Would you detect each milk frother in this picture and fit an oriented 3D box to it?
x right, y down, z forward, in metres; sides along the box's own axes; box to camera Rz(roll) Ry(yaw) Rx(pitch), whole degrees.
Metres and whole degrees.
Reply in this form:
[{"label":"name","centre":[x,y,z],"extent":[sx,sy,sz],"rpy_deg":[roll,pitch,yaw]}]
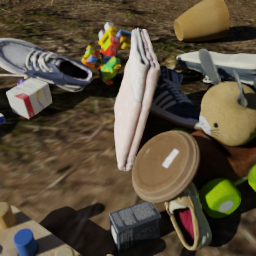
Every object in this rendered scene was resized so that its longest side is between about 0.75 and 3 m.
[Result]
[{"label":"milk frother","centre":[2.782,-0.997,8.166],"extent":[0.695,0.770,0.724],"rpy_deg":[6,52,-12]}]

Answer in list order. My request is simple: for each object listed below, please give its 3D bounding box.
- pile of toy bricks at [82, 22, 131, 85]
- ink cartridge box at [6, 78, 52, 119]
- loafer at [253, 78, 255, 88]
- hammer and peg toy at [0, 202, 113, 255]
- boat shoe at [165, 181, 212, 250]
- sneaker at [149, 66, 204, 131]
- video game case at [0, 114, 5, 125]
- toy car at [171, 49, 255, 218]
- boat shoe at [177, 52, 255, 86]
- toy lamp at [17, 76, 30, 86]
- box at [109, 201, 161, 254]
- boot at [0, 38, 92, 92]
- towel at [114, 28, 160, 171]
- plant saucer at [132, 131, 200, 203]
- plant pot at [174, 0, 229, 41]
[{"label":"pile of toy bricks","centre":[-0.658,-1.959,8.764],"extent":[1.344,2.422,1.196],"rpy_deg":[3,65,-36]},{"label":"ink cartridge box","centre":[-2.866,-0.892,8.237],"extent":[0.719,0.715,0.989],"rpy_deg":[21,46,26]},{"label":"loafer","centre":[4.035,-1.203,8.149],"extent":[0.799,0.773,2.275],"rpy_deg":[30,26,22]},{"label":"hammer and peg toy","centre":[-1.486,2.369,3.885],"extent":[2.785,0.982,2.049],"rpy_deg":[22,41,26]},{"label":"boat shoe","centre":[0.935,1.349,4.906],"extent":[0.511,0.570,1.539],"rpy_deg":[4,53,-50]},{"label":"sneaker","centre":[1.235,-0.807,7.102],"extent":[0.821,1.271,2.344],"rpy_deg":[17,9,-38]},{"label":"video game case","centre":[-4.216,-0.214,7.756],"extent":[1.176,0.267,1.066],"rpy_deg":[-31,47,-33]},{"label":"toy car","centre":[1.746,-0.083,5.402],"extent":[2.082,2.639,2.168],"rpy_deg":[-21,37,-5]},{"label":"boat shoe","centre":[3.014,-2.015,9.424],"extent":[2.966,0.917,1.110],"rpy_deg":[13,38,32]},{"label":"toy lamp","centre":[-3.397,-1.658,9.431],"extent":[0.490,0.490,1.682],"rpy_deg":[-4,37,-5]},{"label":"box","centre":[0.120,1.735,4.959],"extent":[0.816,0.606,0.437],"rpy_deg":[-13,36,-18]},{"label":"boot","centre":[-2.390,-1.878,7.891],"extent":[2.817,1.025,1.273],"rpy_deg":[17,-9,-21]},{"label":"towel","centre":[0.073,-0.768,6.559],"extent":[0.426,2.527,2.645],"rpy_deg":[9,33,-9]},{"label":"plant saucer","centre":[0.617,0.643,5.148],"extent":[1.474,0.217,1.474],"rpy_deg":[-30,37,26]},{"label":"plant pot","centre":[3.131,-4.654,12.456],"extent":[1.970,1.836,1.836],"rpy_deg":[-19,40,-4]}]
